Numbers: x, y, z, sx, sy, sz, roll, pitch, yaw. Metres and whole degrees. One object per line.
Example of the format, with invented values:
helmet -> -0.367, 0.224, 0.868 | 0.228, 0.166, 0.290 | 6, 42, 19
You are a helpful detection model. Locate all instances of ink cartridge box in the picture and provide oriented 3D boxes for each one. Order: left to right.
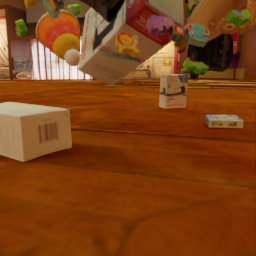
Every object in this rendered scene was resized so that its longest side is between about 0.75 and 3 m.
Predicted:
ink cartridge box -> -0.018, -2.720, 7.160 | 1.205, 2.121, 2.910 | 18, -29, -33
ink cartridge box -> 1.853, -1.500, 11.470 | 0.984, 1.361, 0.573 | -5, 15, -20

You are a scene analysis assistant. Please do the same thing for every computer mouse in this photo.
computer mouse -> 1.890, -1.940, 6.756 | 0.606, 1.592, 2.299 | 11, 12, 37

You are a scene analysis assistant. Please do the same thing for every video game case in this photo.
video game case -> 2.728, -0.205, 8.050 | 0.904, 0.227, 0.998 | 3, 12, 9

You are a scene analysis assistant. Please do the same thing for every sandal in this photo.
sandal -> 2.454, -2.321, 5.225 | 2.958, 1.085, 0.973 | -34, 53, -20

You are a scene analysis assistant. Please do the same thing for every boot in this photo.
boot -> -0.403, -2.789, 4.572 | 1.452, 1.119, 2.996 | 40, -8, -15

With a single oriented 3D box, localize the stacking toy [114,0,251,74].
stacking toy -> 0.815, -1.570, 4.493 | 1.786, 0.420, 1.346 | 11, -28, -15

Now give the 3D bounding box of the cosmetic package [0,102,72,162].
cosmetic package -> -2.306, -0.019, 5.708 | 2.091, 0.848, 1.180 | 7, 14, 36

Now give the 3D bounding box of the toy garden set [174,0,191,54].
toy garden set -> 1.710, -3.832, 9.934 | 0.562, 2.348, 2.817 | -43, 14, -3

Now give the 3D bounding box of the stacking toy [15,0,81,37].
stacking toy -> -1.972, -3.371, 7.334 | 1.986, 0.619, 2.634 | -32, 9, -24

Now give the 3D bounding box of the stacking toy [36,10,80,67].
stacking toy -> -2.166, -2.859, 9.720 | 1.597, 1.597, 2.185 | -7, 53, -32

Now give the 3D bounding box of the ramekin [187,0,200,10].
ramekin -> 2.172, -4.872, 10.500 | 1.159, 1.159, 0.566 | 13, 55, 46
